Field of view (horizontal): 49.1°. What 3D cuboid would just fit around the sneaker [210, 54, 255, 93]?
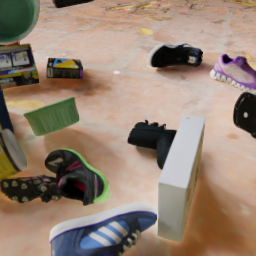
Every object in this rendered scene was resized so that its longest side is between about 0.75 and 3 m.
[{"bbox_3d":[3.855,-1.911,9.468,2.167,0.958,0.872,29,43,33],"label":"sneaker"}]

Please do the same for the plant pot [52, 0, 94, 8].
[{"bbox_3d":[-1.648,-4.294,7.678,1.689,1.502,1.693,-14,8,-6],"label":"plant pot"}]

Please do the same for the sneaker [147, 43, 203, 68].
[{"bbox_3d":[1.969,-2.723,10.700,2.338,0.854,1.308,-24,41,-32],"label":"sneaker"}]

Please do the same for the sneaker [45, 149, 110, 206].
[{"bbox_3d":[-1.075,0.879,5.207,1.662,0.638,0.696,23,27,37],"label":"sneaker"}]

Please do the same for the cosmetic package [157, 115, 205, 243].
[{"bbox_3d":[0.980,0.841,5.040,0.474,1.384,1.835,8,39,20],"label":"cosmetic package"}]

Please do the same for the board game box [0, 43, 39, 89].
[{"bbox_3d":[-4.350,-2.135,9.785,2.139,0.607,1.768,-12,49,-17],"label":"board game box"}]

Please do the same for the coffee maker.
[{"bbox_3d":[4.076,-0.459,7.312,2.036,1.371,1.956,-30,70,-34],"label":"coffee maker"}]

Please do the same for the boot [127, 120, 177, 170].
[{"bbox_3d":[0.577,0.370,6.565,1.232,0.556,1.503,12,35,20],"label":"boot"}]

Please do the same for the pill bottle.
[{"bbox_3d":[-2.976,0.766,5.551,1.671,0.930,0.930,-25,41,-13],"label":"pill bottle"}]

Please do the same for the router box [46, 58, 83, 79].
[{"bbox_3d":[-2.248,-2.131,9.928,1.191,0.408,1.597,0,24,-14],"label":"router box"}]

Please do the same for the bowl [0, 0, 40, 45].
[{"bbox_3d":[-4.616,-4.502,10.601,2.781,2.781,1.455,-3,10,-4],"label":"bowl"}]

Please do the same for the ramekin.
[{"bbox_3d":[-1.859,-0.280,7.007,1.305,0.638,1.305,-18,10,3],"label":"ramekin"}]

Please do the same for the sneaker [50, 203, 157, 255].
[{"bbox_3d":[-0.207,1.985,4.221,1.849,0.745,1.354,-6,47,-21],"label":"sneaker"}]

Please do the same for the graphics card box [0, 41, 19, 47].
[{"bbox_3d":[-5.663,-3.826,12.769,1.173,0.298,0.736,16,39,19],"label":"graphics card box"}]

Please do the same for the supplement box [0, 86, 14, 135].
[{"bbox_3d":[-4.518,-0.837,6.372,2.709,2.712,1.821,-23,41,-29],"label":"supplement box"}]

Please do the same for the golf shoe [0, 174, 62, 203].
[{"bbox_3d":[-1.880,1.178,5.581,1.265,0.488,0.557,6,17,1],"label":"golf shoe"}]
